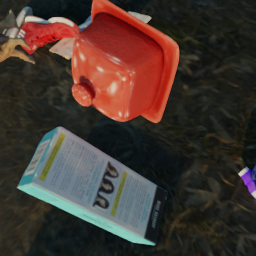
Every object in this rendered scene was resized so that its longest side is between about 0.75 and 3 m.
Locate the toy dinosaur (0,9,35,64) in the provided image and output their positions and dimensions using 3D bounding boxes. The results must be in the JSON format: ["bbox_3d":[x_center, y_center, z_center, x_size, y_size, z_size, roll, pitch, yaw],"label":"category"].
[{"bbox_3d":[-2.046,-1.136,4.085,1.095,1.616,0.694,-25,100,-13],"label":"toy dinosaur"}]

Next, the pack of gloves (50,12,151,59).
[{"bbox_3d":[-0.884,-2.943,9.322,2.262,0.531,2.693,27,66,31],"label":"pack of gloves"}]

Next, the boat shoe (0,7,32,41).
[{"bbox_3d":[-3.886,-3.555,9.464,0.742,0.597,1.599,16,64,0],"label":"boat shoe"}]

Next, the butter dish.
[{"bbox_3d":[-0.323,-0.827,4.581,1.809,1.814,1.341,38,57,20],"label":"butter dish"}]

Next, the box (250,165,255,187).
[{"bbox_3d":[3.058,0.468,4.303,1.125,1.971,2.144,22,108,4],"label":"box"}]

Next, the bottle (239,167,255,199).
[{"bbox_3d":[3.253,1.495,6.900,0.488,0.381,1.168,-32,66,-16],"label":"bottle"}]

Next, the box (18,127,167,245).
[{"bbox_3d":[-0.453,1.047,4.699,2.426,0.596,0.998,36,56,-26],"label":"box"}]

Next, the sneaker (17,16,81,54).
[{"bbox_3d":[-2.622,-2.853,9.039,2.167,0.849,1.252,12,71,25],"label":"sneaker"}]
